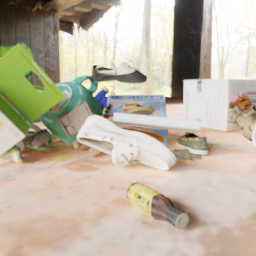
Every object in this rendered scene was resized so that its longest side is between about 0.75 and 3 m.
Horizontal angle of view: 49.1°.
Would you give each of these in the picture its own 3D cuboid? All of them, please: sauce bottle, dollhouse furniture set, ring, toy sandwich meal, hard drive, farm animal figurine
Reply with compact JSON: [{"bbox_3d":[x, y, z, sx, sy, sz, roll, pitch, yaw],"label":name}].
[{"bbox_3d":[0.468,1.321,4.821,0.446,0.446,1.351,-5,9,-31],"label":"sauce bottle"},{"bbox_3d":[-1.291,-0.210,8.958,1.704,1.999,0.976,-31,12,0],"label":"dollhouse furniture set"},{"bbox_3d":[0.060,0.326,9.403,2.326,0.223,2.326,8,-14,2],"label":"ring"},{"bbox_3d":[0.390,-0.659,9.826,1.106,0.379,1.106,-4,-14,-1],"label":"toy sandwich meal"},{"bbox_3d":[0.963,-0.156,9.110,2.605,0.342,1.718,6,-1,9],"label":"hard drive"},{"bbox_3d":[4.972,-0.436,12.028,1.262,2.027,2.511,-39,-9,23],"label":"farm animal figurine"}]

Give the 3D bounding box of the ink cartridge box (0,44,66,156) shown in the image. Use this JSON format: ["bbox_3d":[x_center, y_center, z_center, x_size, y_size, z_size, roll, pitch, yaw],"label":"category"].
[{"bbox_3d":[-3.372,-0.627,7.532,2.682,1.982,1.016,-36,23,8],"label":"ink cartridge box"}]

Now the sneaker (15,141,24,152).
[{"bbox_3d":[-4.076,0.447,9.338,1.791,0.671,0.757,4,19,21],"label":"sneaker"}]

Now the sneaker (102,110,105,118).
[{"bbox_3d":[-1.776,-0.637,14.228,1.775,0.681,0.743,-18,-34,38],"label":"sneaker"}]

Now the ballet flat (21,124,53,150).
[{"bbox_3d":[-3.888,0.212,10.094,2.624,0.944,0.944,4,10,21],"label":"ballet flat"}]

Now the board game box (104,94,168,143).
[{"bbox_3d":[0.307,-0.442,11.364,2.482,0.693,2.430,1,39,4],"label":"board game box"}]

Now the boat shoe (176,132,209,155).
[{"bbox_3d":[2.182,0.453,9.591,0.686,0.574,1.921,2,7,-11],"label":"boat shoe"}]

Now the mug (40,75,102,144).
[{"bbox_3d":[-2.224,-0.868,10.465,2.085,2.538,1.569,-14,-32,15],"label":"mug"}]

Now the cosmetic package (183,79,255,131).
[{"bbox_3d":[4.772,-1.298,14.611,2.473,2.471,2.998,-6,10,-31],"label":"cosmetic package"}]

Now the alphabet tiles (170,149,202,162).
[{"bbox_3d":[1.761,0.858,8.933,1.112,0.042,1.337,3,9,12],"label":"alphabet tiles"}]

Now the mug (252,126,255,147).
[{"bbox_3d":[4.321,0.321,8.386,1.071,1.272,1.450,-4,10,-22],"label":"mug"}]

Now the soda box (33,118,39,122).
[{"bbox_3d":[-5.884,-0.721,16.723,0.635,0.683,2.001,0,10,-2],"label":"soda box"}]

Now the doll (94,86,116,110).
[{"bbox_3d":[-2.003,-1.194,15.579,1.922,0.683,2.817,35,63,19],"label":"doll"}]

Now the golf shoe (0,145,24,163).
[{"bbox_3d":[-3.415,0.829,8.159,0.608,0.489,1.250,-20,11,-28],"label":"golf shoe"}]

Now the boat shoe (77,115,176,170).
[{"bbox_3d":[-0.117,0.603,7.515,2.768,0.980,0.959,21,56,19],"label":"boat shoe"}]

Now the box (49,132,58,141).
[{"bbox_3d":[-3.072,0.339,11.060,0.296,0.317,1.529,12,16,32],"label":"box"}]

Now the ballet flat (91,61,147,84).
[{"bbox_3d":[-0.389,-1.921,9.725,2.117,0.724,0.720,4,34,21],"label":"ballet flat"}]
